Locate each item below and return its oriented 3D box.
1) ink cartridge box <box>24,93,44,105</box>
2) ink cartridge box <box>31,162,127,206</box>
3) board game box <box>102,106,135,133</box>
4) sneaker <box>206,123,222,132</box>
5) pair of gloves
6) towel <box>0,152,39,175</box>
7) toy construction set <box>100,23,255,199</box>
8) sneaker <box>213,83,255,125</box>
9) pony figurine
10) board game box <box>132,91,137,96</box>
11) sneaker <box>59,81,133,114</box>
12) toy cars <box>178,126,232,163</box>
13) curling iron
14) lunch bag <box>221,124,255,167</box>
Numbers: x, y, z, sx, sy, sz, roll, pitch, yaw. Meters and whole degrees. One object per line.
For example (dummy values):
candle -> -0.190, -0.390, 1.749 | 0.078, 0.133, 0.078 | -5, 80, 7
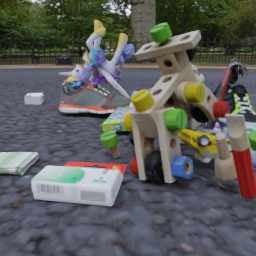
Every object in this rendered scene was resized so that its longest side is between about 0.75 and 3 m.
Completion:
ink cartridge box -> -3.964, -1.238, 11.859 | 0.646, 0.371, 0.890 | -2, 16, -9
ink cartridge box -> -0.714, 0.755, 4.773 | 1.229, 0.382, 1.527 | 3, 17, 8
board game box -> 0.391, -0.328, 7.723 | 1.915, 0.279, 1.289 | -6, 21, 20
sneaker -> 2.328, 0.251, 6.754 | 0.995, 0.361, 0.567 | 17, 51, 0
pair of gloves -> 1.586, -0.683, 7.212 | 0.371, 1.801, 2.118 | 3, 17, 31
towel -> -2.462, 0.687, 5.427 | 1.214, 0.186, 0.906 | -1, 13, 4
toy construction set -> 0.857, -0.441, 4.561 | 2.412, 2.222, 2.892 | -30, 29, -16
sneaker -> 2.607, -0.602, 6.942 | 0.828, 0.956, 2.308 | 9, 20, -12
pony figurine -> -0.879, -2.193, 10.500 | 2.704, 2.802, 2.333 | 33, -11, -29
board game box -> 1.138, -0.816, 9.548 | 1.364, 0.330, 1.803 | 18, 4, -33
sneaker -> -1.059, -1.049, 9.501 | 2.711, 1.110, 1.045 | 0, 5, 5
toy cars -> 1.703, 0.340, 5.633 | 1.035, 0.511, 2.308 | 21, 11, 28
curling iron -> 2.046, -0.483, 6.150 | 0.511, 2.061, 0.263 | 8, 24, -19
lunch bag -> 2.281, 0.319, 5.574 | 0.885, 0.752, 0.564 | 8, 16, 26
